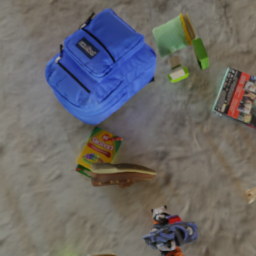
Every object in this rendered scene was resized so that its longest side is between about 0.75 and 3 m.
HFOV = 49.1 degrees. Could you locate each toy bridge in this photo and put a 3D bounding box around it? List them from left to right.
[{"bbox_3d":[4.336,1.445,7.929,2.258,0.759,0.307,-24,58,-7],"label":"toy bridge"}]

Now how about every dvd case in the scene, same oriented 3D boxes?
[{"bbox_3d":[4.029,-0.802,8.901,2.314,0.255,1.689,22,74,7],"label":"dvd case"}]

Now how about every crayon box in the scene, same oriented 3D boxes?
[{"bbox_3d":[-0.882,0.796,8.346,0.931,0.373,1.467,24,75,7],"label":"crayon box"}]

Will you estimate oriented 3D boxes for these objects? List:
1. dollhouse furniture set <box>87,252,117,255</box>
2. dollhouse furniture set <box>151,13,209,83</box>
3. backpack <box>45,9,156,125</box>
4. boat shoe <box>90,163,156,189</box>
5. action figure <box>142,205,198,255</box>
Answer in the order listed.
[{"bbox_3d":[-1.289,3.891,7.134,2.248,0.868,1.123,-5,74,-1],"label":"dollhouse furniture set"},{"bbox_3d":[1.520,-2.653,8.726,1.337,1.025,2.041,-21,77,16],"label":"dollhouse furniture set"},{"bbox_3d":[-0.950,-1.749,8.111,2.867,2.406,2.330,-44,70,-8],"label":"backpack"},{"bbox_3d":[-0.145,1.369,7.924,1.915,0.689,0.647,5,96,-19],"label":"boat shoe"},{"bbox_3d":[0.874,3.087,7.095,1.176,2.248,2.175,-26,58,37],"label":"action figure"}]
